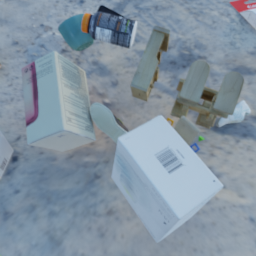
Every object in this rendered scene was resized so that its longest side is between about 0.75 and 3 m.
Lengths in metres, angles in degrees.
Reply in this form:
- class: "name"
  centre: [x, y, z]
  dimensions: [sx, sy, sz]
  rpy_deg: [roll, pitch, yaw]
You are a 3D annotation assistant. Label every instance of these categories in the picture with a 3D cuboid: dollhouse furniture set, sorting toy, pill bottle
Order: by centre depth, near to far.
- class: "sorting toy"
  centre: [1.328, 0.099, 6.547]
  dimensions: [1.068, 0.602, 0.146]
  rpy_deg: [46, 36, 22]
- class: "dollhouse furniture set"
  centre: [1.778, -1.470, 8.359]
  dimensions: [2.890, 2.533, 1.920]
  rpy_deg: [21, 83, 7]
- class: "pill bottle"
  centre: [-0.591, -3.017, 8.524]
  dimensions: [1.601, 0.850, 0.850]
  rpy_deg: [15, 57, 1]

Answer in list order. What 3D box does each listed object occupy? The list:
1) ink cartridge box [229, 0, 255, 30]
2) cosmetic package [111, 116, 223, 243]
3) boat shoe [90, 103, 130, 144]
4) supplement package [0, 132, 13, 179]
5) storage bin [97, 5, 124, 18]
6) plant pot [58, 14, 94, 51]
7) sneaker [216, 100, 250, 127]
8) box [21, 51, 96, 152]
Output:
- class: "ink cartridge box"
  centre: [6.480, -5.558, 13.041]
  dimensions: [2.280, 0.710, 2.834]
  rpy_deg: [-15, 58, -11]
- class: "cosmetic package"
  centre: [0.676, 1.197, 6.272]
  dimensions: [1.219, 1.983, 1.977]
  rpy_deg: [-28, 64, -23]
- class: "boat shoe"
  centre: [-0.480, -0.064, 8.616]
  dimensions: [1.756, 0.523, 0.631]
  rpy_deg: [45, 99, 3]
- class: "supplement package"
  centre: [-4.917, 0.733, 8.336]
  dimensions: [2.283, 1.250, 1.298]
  rpy_deg: [9, 56, 6]
- class: "storage bin"
  centre: [-0.663, -3.601, 9.488]
  dimensions: [0.948, 0.445, 0.641]
  rpy_deg: [25, 81, -10]
- class: "plant pot"
  centre: [-1.711, -3.245, 9.754]
  dimensions: [1.147, 1.147, 0.920]
  rpy_deg: [-29, 94, -18]
- class: "sneaker"
  centre: [3.623, -0.392, 9.567]
  dimensions: [1.390, 0.489, 0.557]
  rpy_deg: [-33, 76, -13]
- class: "box"
  centre: [-2.104, -0.708, 8.487]
  dimensions: [1.364, 1.601, 2.504]
  rpy_deg: [-19, 69, 22]
